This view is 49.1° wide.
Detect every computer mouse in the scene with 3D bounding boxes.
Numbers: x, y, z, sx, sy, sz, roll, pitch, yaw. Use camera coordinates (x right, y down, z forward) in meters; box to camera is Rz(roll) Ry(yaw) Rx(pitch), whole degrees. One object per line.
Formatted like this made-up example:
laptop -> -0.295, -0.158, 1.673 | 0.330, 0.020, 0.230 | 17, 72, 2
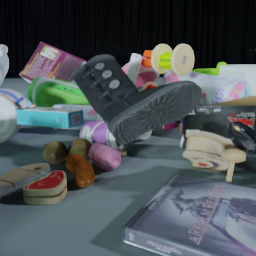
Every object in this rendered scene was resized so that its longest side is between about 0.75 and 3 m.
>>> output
computer mouse -> 2.146, 0.447, 3.982 | 1.660, 0.487, 0.283 | 32, 28, 9

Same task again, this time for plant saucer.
plant saucer -> 0.500, -2.055, 11.192 | 1.862, 0.472, 1.862 | -18, -24, -8

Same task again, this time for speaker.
speaker -> -1.918, -0.903, 9.043 | 2.404, 1.063, 1.063 | 17, 15, 6

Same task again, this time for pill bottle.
pill bottle -> -3.396, -0.425, 7.622 | 1.214, 1.214, 2.166 | -3, 13, -11

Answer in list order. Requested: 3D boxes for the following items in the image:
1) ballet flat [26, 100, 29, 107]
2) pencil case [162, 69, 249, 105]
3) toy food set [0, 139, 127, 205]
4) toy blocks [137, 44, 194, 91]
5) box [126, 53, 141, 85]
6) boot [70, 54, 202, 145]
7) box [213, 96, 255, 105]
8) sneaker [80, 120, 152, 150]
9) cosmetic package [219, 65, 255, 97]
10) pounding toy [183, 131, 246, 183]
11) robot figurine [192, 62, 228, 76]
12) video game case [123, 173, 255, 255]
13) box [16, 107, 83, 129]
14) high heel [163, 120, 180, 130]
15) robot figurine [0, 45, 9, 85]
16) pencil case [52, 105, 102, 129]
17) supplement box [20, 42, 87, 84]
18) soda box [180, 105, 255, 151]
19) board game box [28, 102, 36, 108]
ballet flat -> -4.265, -0.944, 11.717 | 1.214, 0.422, 0.422 | -1, 13, 0
pencil case -> 2.541, -1.283, 9.595 | 1.344, 1.232, 2.964 | -26, 31, -29
toy food set -> -1.033, 0.603, 4.952 | 1.711, 0.424, 2.692 | 5, 14, 19
toy blocks -> 0.928, -1.591, 8.969 | 0.911, 2.092, 2.510 | -24, 24, -31
box -> 0.033, -1.337, 9.197 | 0.336, 1.847, 1.333 | 16, -5, 1
boot -> 0.055, -0.929, 6.182 | 2.057, 0.819, 2.495 | -23, 40, -14
box -> 2.976, -0.570, 7.611 | 1.347, 0.143, 1.101 | -12, 17, 7
sneaker -> -0.298, -0.036, 6.944 | 1.286, 0.818, 2.256 | -2, 7, 29
cosmetic package -> 4.541, -1.266, 9.790 | 1.821, 1.823, 2.209 | -4, 14, -15
pounding toy -> 1.243, 0.552, 4.515 | 0.795, 0.797, 1.390 | 11, -17, 4
robot figurine -> 3.476, -1.658, 11.796 | 2.856, 1.652, 2.505 | -7, -16, -25
video game case -> 1.442, 1.121, 3.229 | 2.487, 0.236, 1.776 | 8, 15, 27
box -> -1.781, -0.246, 6.351 | 1.442, 0.354, 0.593 | 4, 12, 25
high heel -> 1.582, -0.311, 8.324 | 0.942, 0.660, 1.959 | 2, 14, 18
robot figurine -> -3.558, -1.505, 6.957 | 0.990, 1.487, 1.754 | 41, 18, -31
pencil case -> -1.369, -0.260, 7.884 | 1.640, 0.744, 0.682 | 5, -22, 14
supplement box -> -2.619, -2.028, 11.080 | 2.504, 1.639, 1.292 | 26, -10, 12
soda box -> 2.399, 0.017, 5.995 | 2.497, 0.791, 0.884 | 2, -18, 8
board game box -> -2.893, -0.721, 10.274 | 1.136, 0.550, 0.906 | 7, 15, 27
